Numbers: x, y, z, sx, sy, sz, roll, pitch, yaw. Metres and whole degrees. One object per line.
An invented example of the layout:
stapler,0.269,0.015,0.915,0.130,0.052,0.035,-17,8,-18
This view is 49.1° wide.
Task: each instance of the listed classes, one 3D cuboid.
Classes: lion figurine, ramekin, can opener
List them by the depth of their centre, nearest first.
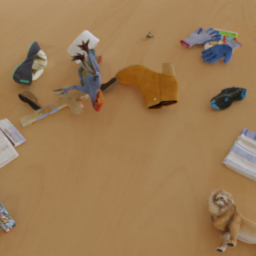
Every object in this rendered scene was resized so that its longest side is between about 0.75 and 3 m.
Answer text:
lion figurine,3.130,2.668,7.216,2.449,0.888,1.500,28,44,6
can opener,-1.636,-2.565,11.982,0.794,0.628,2.388,-7,47,4
ramekin,-1.974,-3.518,12.092,0.680,1.396,1.396,43,52,-11

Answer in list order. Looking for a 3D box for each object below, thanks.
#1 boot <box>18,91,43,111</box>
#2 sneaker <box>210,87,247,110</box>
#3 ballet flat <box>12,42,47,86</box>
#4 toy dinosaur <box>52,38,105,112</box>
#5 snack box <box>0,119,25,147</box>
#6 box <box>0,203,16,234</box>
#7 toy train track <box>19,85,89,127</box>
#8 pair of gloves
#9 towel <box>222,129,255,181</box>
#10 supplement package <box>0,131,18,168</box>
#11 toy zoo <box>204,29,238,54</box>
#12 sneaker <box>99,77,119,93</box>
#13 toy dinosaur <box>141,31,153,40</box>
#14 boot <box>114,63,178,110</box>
boot,-3.571,-1.021,10.634,1.220,0.449,0.460,36,49,11
sneaker,3.767,-1.169,10.862,1.684,0.617,0.690,-19,31,-21
ballet flat,-4.056,-2.731,12.029,1.014,1.014,2.775,3,44,3
toy dinosaur,-1.193,-1.838,10.235,2.974,1.562,2.699,-12,71,-48
snack box,-4.032,0.148,9.599,1.134,0.138,0.408,44,40,16
box,-3.866,1.853,7.512,1.904,1.300,0.359,33,56,27
toy train track,-2.653,-0.710,10.477,2.717,0.442,1.558,-27,58,-14
pair of gloves,3.952,-3.929,13.309,2.190,0.310,2.724,-28,55,-17
towel,4.079,0.859,9.156,1.380,0.224,1.879,29,54,23
supplement package,-4.553,0.521,8.757,1.324,0.943,1.700,-37,52,-20
toy zoo,4.571,-4.211,13.781,1.369,0.213,2.087,16,50,14
sneaker,-0.828,-1.642,11.342,1.059,0.400,0.373,-27,67,10
toy dinosaur,1.046,-4.628,14.187,0.372,0.200,0.844,15,48,33
boot,0.650,-1.551,10.962,2.574,0.906,1.843,-6,63,16
